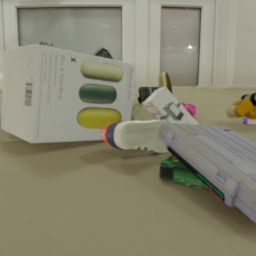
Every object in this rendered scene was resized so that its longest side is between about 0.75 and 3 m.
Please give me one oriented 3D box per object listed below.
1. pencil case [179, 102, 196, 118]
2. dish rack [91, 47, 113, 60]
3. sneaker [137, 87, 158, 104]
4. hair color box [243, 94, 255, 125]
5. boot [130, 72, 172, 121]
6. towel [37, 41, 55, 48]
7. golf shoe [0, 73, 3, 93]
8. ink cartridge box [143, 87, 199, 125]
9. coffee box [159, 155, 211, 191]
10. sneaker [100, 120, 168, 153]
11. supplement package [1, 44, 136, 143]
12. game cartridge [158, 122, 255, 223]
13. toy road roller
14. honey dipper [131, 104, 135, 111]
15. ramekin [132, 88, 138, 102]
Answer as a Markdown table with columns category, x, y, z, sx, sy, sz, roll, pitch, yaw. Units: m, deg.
| category | x | y | z | sx | sy | sz | roll | pitch | yaw |
| --- | --- | --- | --- | --- | --- | --- | --- | --- | --- |
| pencil case | 2.443 | -0.879 | 12.748 | 0.633 | 0.653 | 1.394 | 34 | -10 | -40 |
| dish rack | -1.316 | -1.922 | 10.260 | 1.997 | 1.532 | 0.545 | -45 | 46 | -15 |
| sneaker | 0.957 | -1.297 | 13.086 | 0.913 | 0.869 | 2.304 | -15 | -12 | -4 |
| hair color box | 4.770 | -0.712 | 10.683 | 0.627 | 1.146 | 0.372 | -1 | 8 | -6 |
| boot | 0.630 | -0.781 | 8.945 | 1.511 | 1.954 | 0.704 | 4 | 17 | 22 |
| towel | -2.976 | -2.061 | 9.429 | 0.629 | 1.217 | 1.470 | 16 | 52 | 15 |
| golf shoe | -4.280 | -1.588 | 10.981 | 2.755 | 1.261 | 1.037 | 45 | 14 | 35 |
| ink cartridge box | 1.125 | -0.376 | 7.649 | 0.585 | 1.392 | 1.016 | -43 | 7 | -6 |
| coffee box | 1.382 | 0.704 | 5.459 | 0.995 | 0.356 | 1.619 | 8 | 14 | 29 |
| sneaker | 0.248 | 0.165 | 6.636 | 0.889 | 0.788 | 2.103 | 1 | -6 | 44 |
| supplement package | -1.688 | -0.914 | 7.994 | 2.993 | 2.272 | 2.255 | 0 | 9 | -42 |
| game cartridge | 1.746 | 0.568 | 4.583 | 1.689 | 0.500 | 2.605 | -1 | 21 | -21 |
| toy road roller | 4.221 | -0.590 | 9.862 | 1.300 | 0.949 | 0.799 | -34 | 6 | -9 |
| honey dipper | -0.070 | -0.325 | 8.957 | 0.219 | 1.154 | 0.219 | 18 | 42 | -17 |
| ramekin | -0.612 | -2.078 | 16.546 | 2.195 | 1.152 | 2.195 | 17 | 8 | -3 |
